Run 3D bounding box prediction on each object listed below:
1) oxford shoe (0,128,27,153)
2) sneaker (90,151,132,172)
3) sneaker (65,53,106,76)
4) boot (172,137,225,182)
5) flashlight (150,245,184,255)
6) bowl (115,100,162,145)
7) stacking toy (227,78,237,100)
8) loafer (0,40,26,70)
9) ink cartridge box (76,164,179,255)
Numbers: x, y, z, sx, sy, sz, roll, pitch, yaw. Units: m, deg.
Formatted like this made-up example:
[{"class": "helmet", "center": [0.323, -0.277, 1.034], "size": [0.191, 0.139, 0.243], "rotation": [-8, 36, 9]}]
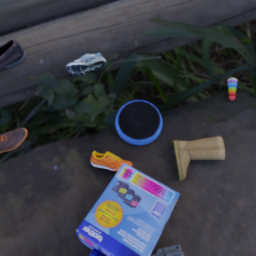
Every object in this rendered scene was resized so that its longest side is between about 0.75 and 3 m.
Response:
[{"class": "oxford shoe", "center": [-4.314, 0.498, 9.643], "size": [1.714, 0.622, 0.610], "rotation": [-33, 72, -12]}, {"class": "sneaker", "center": [-0.560, 1.109, 9.385], "size": [1.427, 0.521, 0.550], "rotation": [9, 109, 1]}, {"class": "sneaker", "center": [-1.674, -2.515, 10.919], "size": [1.565, 0.607, 0.675], "rotation": [-13, 57, -12]}, {"class": "boot", "center": [2.424, 1.019, 9.483], "size": [1.718, 0.568, 1.504], "rotation": [-2, 69, -2]}, {"class": "flashlight", "center": [0.270, 4.247, 8.047], "size": [2.825, 0.960, 0.956], "rotation": [-9, 107, -6]}, {"class": "bowl", "center": [0.391, -0.228, 10.084], "size": [1.696, 0.333, 1.696], "rotation": [0, 69, 0]}, {"class": "stacking toy", "center": [3.919, -1.441, 10.584], "size": [0.354, 0.354, 0.829], "rotation": [8, 75, 3]}, {"class": "loafer", "center": [-5.349, -2.513, 10.669], "size": [2.812, 0.886, 1.011], "rotation": [-33, 72, -12]}, {"class": "ink cartridge box", "center": [-0.081, 2.784, 8.073], "size": [2.005, 1.122, 2.939], "rotation": [26, 59, 16]}]
